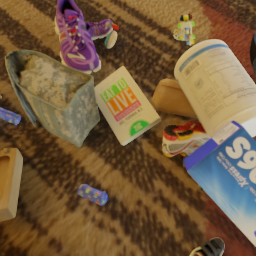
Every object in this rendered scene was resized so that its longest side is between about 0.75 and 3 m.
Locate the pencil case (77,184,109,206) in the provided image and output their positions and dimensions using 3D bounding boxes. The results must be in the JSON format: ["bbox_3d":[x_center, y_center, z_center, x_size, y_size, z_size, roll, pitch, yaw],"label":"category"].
[{"bbox_3d":[-0.839,1.578,6.687,0.756,0.295,0.328,16,67,27],"label":"pencil case"}]

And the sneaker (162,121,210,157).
[{"bbox_3d":[1.614,0.303,7.473,1.902,0.781,0.740,-6,30,-33],"label":"sneaker"}]

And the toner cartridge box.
[{"bbox_3d":[2.663,1.406,5.866,1.404,0.638,2.955,-42,98,13],"label":"toner cartridge box"}]

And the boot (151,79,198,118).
[{"bbox_3d":[2.110,-1.099,8.380,2.353,0.778,2.061,17,54,14],"label":"boot"}]

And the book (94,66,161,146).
[{"bbox_3d":[-0.112,-0.639,8.051,1.294,0.465,1.936,-35,69,5],"label":"book"}]

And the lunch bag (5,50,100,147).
[{"bbox_3d":[-2.120,-0.820,7.504,2.385,1.956,1.402,27,63,15],"label":"lunch bag"}]

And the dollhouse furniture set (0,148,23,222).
[{"bbox_3d":[-3.897,1.052,5.879,2.446,1.993,2.327,-13,41,-3],"label":"dollhouse furniture set"}]

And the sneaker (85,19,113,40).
[{"bbox_3d":[-1.174,-3.487,9.860,1.479,0.617,0.596,-32,63,-18],"label":"sneaker"}]

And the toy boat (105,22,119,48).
[{"bbox_3d":[-0.583,-3.191,9.547,0.396,0.852,0.716,22,52,-2],"label":"toy boat"}]

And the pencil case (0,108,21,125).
[{"bbox_3d":[-3.526,-0.376,8.058,0.813,0.353,0.317,23,66,-9],"label":"pencil case"}]

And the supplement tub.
[{"bbox_3d":[2.304,-0.861,7.003,1.569,1.569,2.379,-18,65,-10],"label":"supplement tub"}]

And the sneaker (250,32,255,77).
[{"bbox_3d":[4.366,-1.823,8.666,0.878,0.975,2.503,-7,77,12],"label":"sneaker"}]

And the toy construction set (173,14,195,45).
[{"bbox_3d":[1.866,-3.205,9.111,0.633,0.902,1.375,-9,21,1],"label":"toy construction set"}]

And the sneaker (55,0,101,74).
[{"bbox_3d":[-1.708,-2.889,8.645,1.168,1.208,2.896,-19,69,-15],"label":"sneaker"}]

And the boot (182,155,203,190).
[{"bbox_3d":[1.751,1.069,7.385,0.734,0.381,1.124,9,57,17],"label":"boot"}]

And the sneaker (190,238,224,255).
[{"bbox_3d":[1.661,2.672,5.937,1.000,0.397,0.392,-34,50,-17],"label":"sneaker"}]
